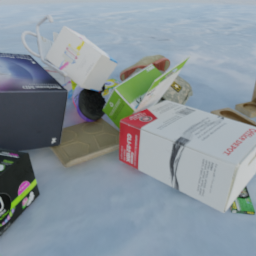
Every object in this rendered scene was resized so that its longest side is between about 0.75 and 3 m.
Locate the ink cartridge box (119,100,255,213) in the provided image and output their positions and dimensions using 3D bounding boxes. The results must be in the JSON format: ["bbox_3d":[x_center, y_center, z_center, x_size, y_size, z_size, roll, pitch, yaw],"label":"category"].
[{"bbox_3d":[1.422,0.425,6.345,2.703,1.132,1.950,21,31,35],"label":"ink cartridge box"}]

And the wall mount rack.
[{"bbox_3d":[-1.904,-2.155,8.729,0.985,2.295,2.641,-26,-21,28],"label":"wall mount rack"}]

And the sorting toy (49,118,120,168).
[{"bbox_3d":[-0.788,0.247,7.724,2.719,0.364,2.025,-18,29,-28],"label":"sorting toy"}]

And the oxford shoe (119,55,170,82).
[{"bbox_3d":[0.611,-2.529,11.904,2.296,0.813,0.848,-19,47,-17],"label":"oxford shoe"}]

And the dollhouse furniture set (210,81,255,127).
[{"bbox_3d":[3.802,-0.924,8.249,2.230,1.817,2.121,-12,31,-21],"label":"dollhouse furniture set"}]

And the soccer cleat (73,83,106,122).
[{"bbox_3d":[-1.356,-0.868,9.140,1.009,1.082,2.958,39,21,-24],"label":"soccer cleat"}]

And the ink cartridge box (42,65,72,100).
[{"bbox_3d":[-2.572,-1.703,10.276,0.867,1.200,0.508,9,31,15],"label":"ink cartridge box"}]

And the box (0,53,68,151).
[{"bbox_3d":[-3.260,-0.725,6.780,2.662,1.640,2.640,-7,35,-38],"label":"box"}]

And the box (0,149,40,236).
[{"bbox_3d":[-2.517,1.208,5.153,0.908,1.085,1.461,6,30,21],"label":"box"}]

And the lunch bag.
[{"bbox_3d":[0.943,-1.121,9.166,2.088,1.228,1.713,12,36,22],"label":"lunch bag"}]

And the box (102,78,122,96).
[{"bbox_3d":[-0.746,-1.641,11.101,1.263,0.305,0.741,-22,37,-36],"label":"box"}]

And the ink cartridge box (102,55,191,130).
[{"bbox_3d":[0.417,-1.076,7.034,0.805,2.126,1.572,46,54,8],"label":"ink cartridge box"}]

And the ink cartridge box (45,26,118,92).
[{"bbox_3d":[-1.443,-2.073,8.337,1.765,1.105,1.134,39,14,17],"label":"ink cartridge box"}]

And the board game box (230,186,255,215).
[{"bbox_3d":[2.295,1.439,5.804,0.444,0.099,0.847,6,30,6],"label":"board game box"}]

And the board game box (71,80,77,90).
[{"bbox_3d":[-2.296,-2.121,11.718,2.217,0.528,1.126,22,36,34],"label":"board game box"}]
